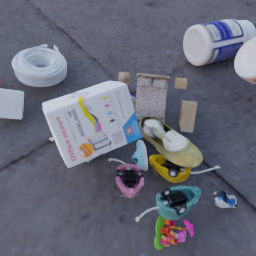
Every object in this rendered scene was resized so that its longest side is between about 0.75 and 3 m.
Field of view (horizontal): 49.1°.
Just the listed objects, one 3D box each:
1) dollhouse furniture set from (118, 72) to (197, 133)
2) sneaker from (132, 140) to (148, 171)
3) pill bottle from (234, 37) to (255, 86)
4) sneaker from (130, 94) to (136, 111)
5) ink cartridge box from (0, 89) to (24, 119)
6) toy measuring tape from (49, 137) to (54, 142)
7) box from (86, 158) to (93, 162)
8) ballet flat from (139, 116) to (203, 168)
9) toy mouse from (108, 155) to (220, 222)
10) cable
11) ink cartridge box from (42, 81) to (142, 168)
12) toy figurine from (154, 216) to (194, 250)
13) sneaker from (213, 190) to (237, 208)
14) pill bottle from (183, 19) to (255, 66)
[{"bbox_3d":[0.478,-0.779,7.461,2.567,1.331,1.136,8,9,7],"label":"dollhouse furniture set"},{"bbox_3d":[0.264,0.674,7.111,0.362,0.327,0.884,1,49,-14],"label":"sneaker"},{"bbox_3d":[4.078,-1.585,7.815,2.088,1.192,1.192,18,42,-32],"label":"pill bottle"},{"bbox_3d":[-0.260,-0.995,8.415,1.435,0.499,0.713,18,36,4],"label":"sneaker"},{"bbox_3d":[-3.648,-0.695,7.668,1.486,0.771,0.441,4,8,-19],"label":"ink cartridge box"},{"bbox_3d":[-1.771,-0.106,7.747,0.412,0.412,1.120,28,56,21],"label":"toy measuring tape"},{"bbox_3d":[-0.722,0.161,7.259,1.528,0.628,0.522,-42,28,-27],"label":"box"},{"bbox_3d":[0.928,0.255,6.867,0.736,0.736,2.084,-26,36,-20],"label":"ballet flat"},{"bbox_3d":[0.567,1.364,6.076,2.595,0.502,2.306,12,31,15],"label":"toy mouse"},{"bbox_3d":[-2.747,-1.927,8.760,1.636,0.566,1.636,-18,52,-28],"label":"cable"},{"bbox_3d":[-0.799,-0.150,5.965,1.669,1.229,1.207,-22,19,-14],"label":"ink cartridge box"},{"bbox_3d":[0.957,2.086,5.582,0.691,0.564,0.751,-16,27,40],"label":"toy figurine"},{"bbox_3d":[2.032,1.602,6.094,0.386,0.890,0.334,-23,53,35],"label":"sneaker"},{"bbox_3d":[3.096,-2.923,9.409,2.229,1.290,1.290,-17,52,-22],"label":"pill bottle"}]
